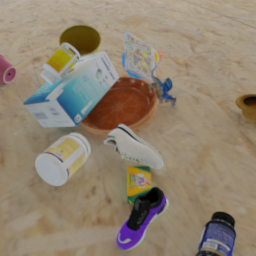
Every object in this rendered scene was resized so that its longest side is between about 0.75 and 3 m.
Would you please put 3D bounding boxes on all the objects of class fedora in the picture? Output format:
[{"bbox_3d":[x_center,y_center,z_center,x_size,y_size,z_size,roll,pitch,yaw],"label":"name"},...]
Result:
[{"bbox_3d":[4.795,-0.681,10.428,1.613,0.658,1.613,-1,36,1],"label":"fedora"}]

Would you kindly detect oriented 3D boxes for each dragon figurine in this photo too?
[{"bbox_3d":[1.265,-1.545,10.499,0.590,2.004,0.997,9,42,39],"label":"dragon figurine"}]

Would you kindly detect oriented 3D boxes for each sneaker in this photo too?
[{"bbox_3d":[0.167,0.714,8.460,1.957,0.748,0.788,34,54,26],"label":"sneaker"},{"bbox_3d":[0.255,2.003,6.498,0.576,0.824,1.657,23,55,39],"label":"sneaker"}]

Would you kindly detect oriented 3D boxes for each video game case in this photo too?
[{"bbox_3d":[0.491,-2.774,11.151,0.195,1.550,1.703,-14,-20,41],"label":"video game case"}]

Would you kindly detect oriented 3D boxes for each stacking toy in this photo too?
[{"bbox_3d":[1.002,-3.328,13.384,1.528,1.445,2.632,56,39,1],"label":"stacking toy"}]

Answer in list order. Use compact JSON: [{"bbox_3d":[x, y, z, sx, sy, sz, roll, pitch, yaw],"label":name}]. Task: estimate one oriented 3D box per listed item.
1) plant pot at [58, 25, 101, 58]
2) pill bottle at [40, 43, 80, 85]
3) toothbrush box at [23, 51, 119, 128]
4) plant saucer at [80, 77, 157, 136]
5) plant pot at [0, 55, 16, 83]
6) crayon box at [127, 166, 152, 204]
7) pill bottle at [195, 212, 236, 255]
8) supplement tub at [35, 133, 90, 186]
[{"bbox_3d":[-2.240,-3.739,13.471,1.954,1.387,1.954,1,63,-2],"label":"plant pot"},{"bbox_3d":[-2.224,-2.054,9.093,0.720,0.720,1.319,30,76,34],"label":"pill bottle"},{"bbox_3d":[-1.932,-1.342,9.853,2.023,1.179,2.764,0,41,42],"label":"toothbrush box"},{"bbox_3d":[-0.419,-0.816,10.342,2.990,0.483,2.990,-7,46,7],"label":"plant saucer"},{"bbox_3d":[-5.797,-2.621,12.672,1.149,1.283,1.283,28,42,9],"label":"plant pot"},{"bbox_3d":[0.299,1.550,7.705,0.661,0.324,1.113,-1,37,0],"label":"crayon box"},{"bbox_3d":[1.964,2.483,6.140,0.703,0.703,1.256,17,40,21],"label":"pill bottle"},{"bbox_3d":[-1.814,0.852,7.989,1.026,1.026,1.412,16,35,20],"label":"supplement tub"}]
